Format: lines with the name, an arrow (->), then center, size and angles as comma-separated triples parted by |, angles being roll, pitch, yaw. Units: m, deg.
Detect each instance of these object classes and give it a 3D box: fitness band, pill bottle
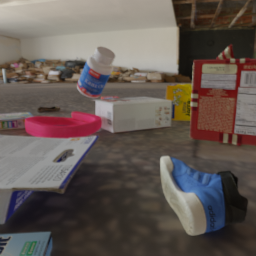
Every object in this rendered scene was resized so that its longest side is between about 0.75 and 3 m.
fitness band -> -2.133, -0.079, 9.191 | 2.061, 0.537, 2.869 | -14, 17, -41
pill bottle -> -1.176, -2.084, 10.499 | 1.007, 1.794, 1.007 | 20, 37, -16

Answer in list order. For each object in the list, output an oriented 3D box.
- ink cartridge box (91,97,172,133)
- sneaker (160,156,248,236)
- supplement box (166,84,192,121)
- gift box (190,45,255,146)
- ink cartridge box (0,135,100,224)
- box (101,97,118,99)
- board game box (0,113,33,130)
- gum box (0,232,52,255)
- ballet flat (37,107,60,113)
ink cartridge box -> 0.066, -0.562, 10.211 | 2.327, 0.976, 2.043 | -6, 13, -27
sneaker -> 1.055, 0.853, 4.061 | 0.921, 0.636, 1.656 | -7, 16, -7
supplement box -> 2.971, -1.065, 11.521 | 2.623, 1.436, 1.427 | 3, 12, 18
gift box -> 3.400, -1.061, 8.344 | 2.623, 2.843, 2.655 | 11, 14, 24
ink cartridge box -> -2.140, 0.706, 4.943 | 2.910, 0.591, 2.904 | 1, 12, 4
box -> -0.755, -0.887, 12.221 | 0.777, 0.842, 1.642 | -2, 13, -8
board game box -> -4.571, -0.237, 10.182 | 2.097, 0.359, 1.410 | -6, 13, -25
gum box -> -1.321, 1.355, 2.710 | 0.998, 0.222, 0.848 | -1, 12, -5
ballet flat -> -3.932, -0.953, 13.909 | 1.205, 0.279, 0.406 | -9, 15, -37
